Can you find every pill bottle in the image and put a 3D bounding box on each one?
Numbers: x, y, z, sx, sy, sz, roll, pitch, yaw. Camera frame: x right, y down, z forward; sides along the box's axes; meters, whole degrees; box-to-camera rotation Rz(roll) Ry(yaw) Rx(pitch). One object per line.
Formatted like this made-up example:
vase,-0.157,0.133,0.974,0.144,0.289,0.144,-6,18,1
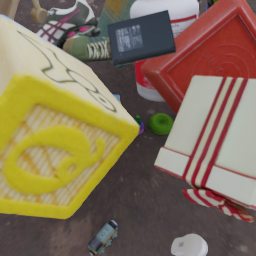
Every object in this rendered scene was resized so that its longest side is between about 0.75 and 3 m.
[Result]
pill bottle,0.906,-2.252,6.915,1.625,2.895,1.625,-5,31,3

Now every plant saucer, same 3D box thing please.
plant saucer,2.021,-1.108,6.061,2.563,2.559,0.470,-38,15,13

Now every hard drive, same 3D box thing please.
hard drive,0.238,-1.643,5.131,1.161,0.191,0.810,-10,78,10

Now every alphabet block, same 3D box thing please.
alphabet block,-1.827,-0.148,5.436,2.545,2.531,2.592,-53,44,15

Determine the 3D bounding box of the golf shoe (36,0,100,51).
golf shoe,-2.107,-2.736,8.063,2.574,0.994,1.134,-17,98,11

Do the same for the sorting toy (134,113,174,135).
sorting toy,1.218,-0.347,8.735,2.322,0.800,0.805,-10,55,-8

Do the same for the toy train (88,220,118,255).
toy train,-0.591,2.647,6.754,0.394,0.527,0.924,34,62,21

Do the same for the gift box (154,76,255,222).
gift box,1.796,0.442,4.882,2.169,2.002,2.026,14,79,54

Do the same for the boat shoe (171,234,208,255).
boat shoe,1.175,2.225,5.086,0.398,1.161,0.418,24,56,-6

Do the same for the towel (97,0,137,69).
towel,-0.172,-3.547,8.619,0.310,2.858,2.096,-5,50,-34

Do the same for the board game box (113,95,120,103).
board game box,-1.704,-0.300,8.893,2.735,0.468,1.839,4,54,2

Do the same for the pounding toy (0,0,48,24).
pounding toy,-3.572,-3.539,7.717,1.195,2.612,2.295,28,101,40

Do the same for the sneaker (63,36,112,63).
sneaker,-0.736,-2.087,7.316,0.898,0.671,2.001,4,17,27

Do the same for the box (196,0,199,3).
box,1.329,-4.708,8.762,2.132,2.953,0.537,15,21,3

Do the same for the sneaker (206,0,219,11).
sneaker,2.627,-4.131,7.882,1.003,1.172,2.829,-9,99,-2
